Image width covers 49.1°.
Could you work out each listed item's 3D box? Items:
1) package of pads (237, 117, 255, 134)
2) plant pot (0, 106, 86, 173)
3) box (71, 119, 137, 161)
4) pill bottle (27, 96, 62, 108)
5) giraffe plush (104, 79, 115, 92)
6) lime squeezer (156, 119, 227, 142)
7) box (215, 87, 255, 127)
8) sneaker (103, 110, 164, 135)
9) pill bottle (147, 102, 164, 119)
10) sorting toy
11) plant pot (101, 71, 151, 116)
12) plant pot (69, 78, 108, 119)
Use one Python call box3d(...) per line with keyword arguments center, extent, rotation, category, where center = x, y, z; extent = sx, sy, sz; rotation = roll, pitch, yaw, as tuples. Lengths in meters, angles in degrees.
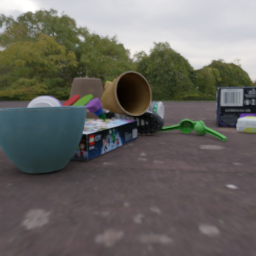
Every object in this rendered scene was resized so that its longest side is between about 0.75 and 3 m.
box3d(center=(4.241, -0.106, 9.171), extent=(1.035, 0.457, 1.340), rotation=(5, 9, 38), category="package of pads")
box3d(center=(-1.411, 0.167, 4.581), extent=(1.491, 1.004, 1.491), rotation=(-2, 6, 0), category="plant pot")
box3d(center=(-1.125, 0.161, 6.690), extent=(1.916, 0.529, 2.805), rotation=(3, 7, 20), category="box")
box3d(center=(-2.819, -0.498, 9.559), extent=(1.158, 1.158, 2.063), rotation=(-2, 7, -12), category="pill bottle")
box3d(center=(-0.174, -1.460, 14.980), extent=(1.924, 2.047, 2.372), rotation=(14, 27, 12), category="giraffe plush")
box3d(center=(1.875, 0.013, 8.305), extent=(2.467, 0.465, 0.871), rotation=(7, 10, 42), category="lime squeezer")
box3d(center=(4.427, -0.884, 11.302), extent=(1.699, 1.474, 2.779), rotation=(2, 7, 17), category="box")
box3d(center=(0.272, -0.285, 9.068), extent=(2.417, 0.803, 1.094), rotation=(4, 12, 43), category="sneaker")
box3d(center=(0.770, -0.736, 12.625), extent=(1.548, 0.875, 0.875), rotation=(3, 7, 21), category="pill bottle")
box3d(center=(-0.975, -0.373, 6.439), extent=(0.589, 0.585, 1.698), rotation=(-44, 27, -21), category="sorting toy")
box3d(center=(-0.199, -0.885, 8.254), extent=(1.240, 1.240, 1.331), rotation=(-5, -3, -35), category="plant pot")
box3d(center=(-1.905, -1.352, 13.299), extent=(2.238, 1.952, 2.238), rotation=(1, 7, 0), category="plant pot")
